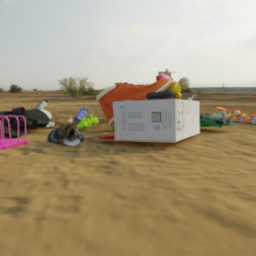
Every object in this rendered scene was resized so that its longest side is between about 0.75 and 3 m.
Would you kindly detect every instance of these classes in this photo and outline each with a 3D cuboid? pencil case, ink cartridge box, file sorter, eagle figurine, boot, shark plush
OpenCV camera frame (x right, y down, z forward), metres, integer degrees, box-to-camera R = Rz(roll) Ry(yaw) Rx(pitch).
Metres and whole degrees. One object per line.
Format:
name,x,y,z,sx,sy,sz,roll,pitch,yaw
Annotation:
pencil case,-2.105,-0.551,12.458,0.341,0.380,0.874,-15,28,32
ink cartridge box,0.667,-0.254,8.090,2.258,1.079,2.572,0,4,26
file sorter,-3.252,0.094,6.999,0.840,0.758,1.208,2,7,19
eagle figurine,-1.634,0.113,7.618,0.928,0.923,1.223,38,-30,-1
boot,0.258,-1.278,10.174,2.863,1.535,1.074,-31,-14,-14
shark plush,-3.732,-0.091,10.398,0.999,1.089,2.397,-20,14,40

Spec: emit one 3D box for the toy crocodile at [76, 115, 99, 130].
toy crocodile,-1.506,-0.173,10.415,0.384,0.420,1.244,-44,-7,31

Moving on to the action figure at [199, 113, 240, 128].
action figure,2.732,-0.312,10.398,1.352,0.626,2.289,8,-3,-35

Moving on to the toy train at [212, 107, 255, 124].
toy train,4.944,-0.552,12.536,2.552,0.710,1.917,-1,7,-10

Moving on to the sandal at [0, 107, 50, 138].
sandal,-3.305,-0.350,8.942,0.973,0.619,2.587,43,18,2

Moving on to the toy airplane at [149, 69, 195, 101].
toy airplane,2.447,-1.797,14.565,1.965,2.784,2.772,-38,8,13

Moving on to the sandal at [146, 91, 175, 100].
sandal,1.025,-1.051,8.821,0.971,0.208,0.369,-2,-35,-17
